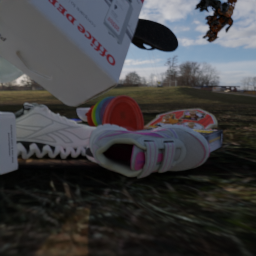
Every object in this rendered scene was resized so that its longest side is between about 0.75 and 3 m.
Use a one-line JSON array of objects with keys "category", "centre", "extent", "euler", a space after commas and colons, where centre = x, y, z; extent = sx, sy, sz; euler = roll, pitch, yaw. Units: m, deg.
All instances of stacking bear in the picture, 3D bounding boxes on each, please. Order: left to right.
[{"category": "stacking bear", "centre": [-0.717, -0.388, 9.928], "extent": [1.469, 1.376, 2.420], "euler": [-4, 2, -30]}]

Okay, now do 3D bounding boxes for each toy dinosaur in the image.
[{"category": "toy dinosaur", "centre": [2.421, -3.149, 7.500], "extent": [1.080, 1.592, 0.813], "euler": [24, 4, -10]}]

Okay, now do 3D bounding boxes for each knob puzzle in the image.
[{"category": "knob puzzle", "centre": [1.994, -0.350, 9.839], "extent": [2.571, 0.357, 2.571], "euler": [-6, 22, 3]}]

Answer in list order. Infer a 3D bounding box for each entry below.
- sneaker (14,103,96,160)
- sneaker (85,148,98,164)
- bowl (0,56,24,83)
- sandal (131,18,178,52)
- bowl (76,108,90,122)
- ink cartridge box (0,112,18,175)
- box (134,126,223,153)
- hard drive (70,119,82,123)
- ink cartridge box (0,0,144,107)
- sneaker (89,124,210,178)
[{"category": "sneaker", "centre": [-1.733, 0.056, 6.186], "extent": [2.967, 1.202, 1.115], "euler": [-1, 5, -24]}, {"category": "sneaker", "centre": [-0.239, 0.426, 5.566], "extent": [1.343, 0.568, 0.500], "euler": [3, 6, 23]}, {"category": "bowl", "centre": [-2.422, -1.535, 5.281], "extent": [1.301, 1.301, 0.585], "euler": [-1, 22, -12]}, {"category": "sandal", "centre": [0.297, -2.583, 7.742], "extent": [2.238, 0.841, 0.536], "euler": [15, -21, -5]}, {"category": "bowl", "centre": [-1.561, -0.699, 14.743], "extent": [1.901, 0.710, 1.898], "euler": [7, 10, 42]}, {"category": "ink cartridge box", "centre": [-3.292, 0.330, 4.161], "extent": [1.845, 1.065, 2.536], "euler": [3, 7, 25]}, {"category": "box", "centre": [1.316, 0.281, 7.291], "extent": [1.874, 0.453, 1.485], "euler": [4, 7, 35]}, {"category": "hard drive", "centre": [-2.928, -0.318, 13.901], "extent": [0.707, 0.136, 1.072], "euler": [5, 8, 34]}, {"category": "ink cartridge box", "centre": [-0.923, -2.173, 4.905], "extent": [1.209, 2.922, 2.140], "euler": [-19, -46, 39]}, {"category": "sneaker", "centre": [0.339, 0.450, 4.703], "extent": [2.109, 0.858, 0.930], "euler": [-1, 17, 1]}]
